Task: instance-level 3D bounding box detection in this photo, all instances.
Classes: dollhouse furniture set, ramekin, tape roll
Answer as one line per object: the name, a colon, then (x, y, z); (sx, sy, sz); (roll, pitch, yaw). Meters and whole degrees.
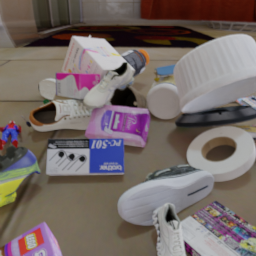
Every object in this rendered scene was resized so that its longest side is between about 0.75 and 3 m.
dollhouse furniture set: (1.763, -1.975, 11.326); (1.664, 1.086, 1.571); (-10, 10, -3)
ramekin: (2.752, -1.584, 8.523); (2.809, 1.369, 2.809); (-15, -11, -3)
tape roll: (2.552, 0.677, 7.776); (1.846, 0.337, 1.846); (-21, 32, 14)

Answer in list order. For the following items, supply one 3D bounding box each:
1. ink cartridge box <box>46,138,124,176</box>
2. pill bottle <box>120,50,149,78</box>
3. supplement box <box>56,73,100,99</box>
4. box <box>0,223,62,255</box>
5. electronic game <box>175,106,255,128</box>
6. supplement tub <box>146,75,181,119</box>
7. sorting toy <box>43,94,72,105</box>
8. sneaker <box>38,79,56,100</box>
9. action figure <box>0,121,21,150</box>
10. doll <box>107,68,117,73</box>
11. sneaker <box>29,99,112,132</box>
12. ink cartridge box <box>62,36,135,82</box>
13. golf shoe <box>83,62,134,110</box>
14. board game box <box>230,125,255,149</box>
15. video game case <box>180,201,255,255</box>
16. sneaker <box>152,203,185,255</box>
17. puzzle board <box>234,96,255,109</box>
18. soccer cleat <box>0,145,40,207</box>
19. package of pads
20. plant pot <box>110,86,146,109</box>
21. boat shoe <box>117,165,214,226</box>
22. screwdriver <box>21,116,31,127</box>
ink cartridge box: (-1.138, 0.790, 7.628); (2.047, 0.962, 0.452); (-1, -14, -3)
pill bottle: (-0.013, -3.024, 13.687); (1.275, 1.275, 2.400); (23, 46, 38)
supplement box: (-1.852, -1.547, 10.181); (0.885, 0.867, 1.713); (-7, 15, -39)
box: (-1.564, 2.754, 3.388); (2.049, 0.585, 2.994); (-28, 30, -16)
electronic game: (2.986, -0.339, 9.592); (2.750, 0.572, 2.750); (-8, 6, 1)
supplement tub: (1.595, -1.359, 11.367); (1.444, 1.444, 1.999); (6, 27, 12)
sorting toy: (-2.680, -1.004, 11.472); (1.445, 0.244, 0.697); (20, 70, -2)
sneaker: (-2.752, -1.832, 13.092); (2.386, 0.961, 1.747); (5, 13, 29)
action figure: (-3.901, 0.155, 9.293); (0.680, 0.537, 2.079); (-1, 17, -19)
doll: (-0.375, -1.883, 9.915); (0.770, 0.526, 0.187); (-19, -6, -40)
sneaker: (-1.908, -0.470, 9.637); (2.908, 1.059, 1.231); (-13, -10, -11)
ink cartridge box: (-1.390, -2.452, 11.557); (1.676, 1.721, 2.677); (-11, 50, -44)
golf shoe: (-0.691, -1.435, 9.053); (0.782, 0.972, 1.999); (39, 67, 24)
board game box: (4.478, 0.268, 8.898); (2.421, 0.419, 1.640); (-2, 13, -4)
video game case: (1.910, 2.251, 5.568); (1.458, 0.288, 1.609); (-19, 32, -32)
sneaker: (0.815, 2.079, 5.272); (0.508, 0.548, 1.351); (3, 51, -22)
puzzle board: (5.962, -0.864, 11.766); (1.944, 0.224, 2.579); (-5, 27, -11)
soccer cleat: (-3.134, 1.544, 6.325); (0.863, 1.117, 2.671); (10, 46, 46)
package of pads: (-0.331, -0.085, 9.161); (1.976, 1.191, 0.748); (8, -16, 14)
plant pot: (-0.001, -0.893, 10.649); (1.592, 1.592, 1.381); (15, 15, 28)
boat shoe: (0.798, 1.488, 6.571); (2.706, 0.975, 0.960); (-5, 18, -35)
screwdriver: (-3.445, -0.246, 9.481); (0.137, 0.983, 0.143); (26, 67, 6)
